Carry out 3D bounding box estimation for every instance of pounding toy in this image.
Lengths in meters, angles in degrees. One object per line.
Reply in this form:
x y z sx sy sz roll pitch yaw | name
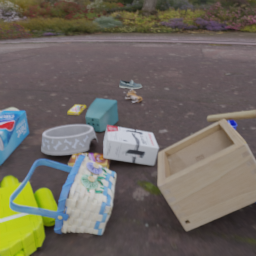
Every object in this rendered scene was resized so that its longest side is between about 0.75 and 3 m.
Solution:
2.232 0.601 6.243 2.894 1.324 2.543 -29 11 13 | pounding toy

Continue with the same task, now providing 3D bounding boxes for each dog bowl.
-1.887 0.332 8.959 1.814 0.532 1.814 -5 14 1 | dog bowl

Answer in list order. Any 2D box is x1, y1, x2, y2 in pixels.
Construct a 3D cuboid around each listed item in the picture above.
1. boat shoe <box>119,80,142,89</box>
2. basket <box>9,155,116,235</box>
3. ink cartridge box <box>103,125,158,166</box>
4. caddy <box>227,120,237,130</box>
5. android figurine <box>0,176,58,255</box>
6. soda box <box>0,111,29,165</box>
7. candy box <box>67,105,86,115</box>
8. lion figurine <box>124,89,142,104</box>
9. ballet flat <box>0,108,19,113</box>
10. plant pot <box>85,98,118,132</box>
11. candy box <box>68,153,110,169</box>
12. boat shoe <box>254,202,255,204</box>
0.131 -2.511 16.102 1.309 0.404 0.477 5 24 12 | boat shoe
-1.266 1.321 5.947 1.930 1.342 1.702 10 25 -3 | basket
0.057 0.516 8.370 1.508 0.632 1.088 11 22 -10 | ink cartridge box
3.689 -0.113 10.464 0.606 0.450 0.858 2 23 2 | caddy
-2.681 1.901 5.615 2.536 0.572 2.786 -12 25 -26 | android figurine
-4.084 0.306 8.882 0.862 0.911 2.685 0 23 1 | soda box
-2.282 -0.803 12.471 0.517 0.134 1.012 1 23 9 | candy box
0.341 -1.488 13.826 0.755 0.447 1.233 -10 38 -41 | lion figurine
-4.757 -0.169 10.162 0.796 0.861 2.552 19 29 18 | ballet flat
-1.064 -0.430 10.701 0.909 0.909 1.286 9 31 19 | plant pot
-1.107 1.005 8.035 1.101 0.311 0.642 0 23 3 | candy box
3.090 1.139 6.722 0.865 1.060 2.519 -26 34 -22 | boat shoe
